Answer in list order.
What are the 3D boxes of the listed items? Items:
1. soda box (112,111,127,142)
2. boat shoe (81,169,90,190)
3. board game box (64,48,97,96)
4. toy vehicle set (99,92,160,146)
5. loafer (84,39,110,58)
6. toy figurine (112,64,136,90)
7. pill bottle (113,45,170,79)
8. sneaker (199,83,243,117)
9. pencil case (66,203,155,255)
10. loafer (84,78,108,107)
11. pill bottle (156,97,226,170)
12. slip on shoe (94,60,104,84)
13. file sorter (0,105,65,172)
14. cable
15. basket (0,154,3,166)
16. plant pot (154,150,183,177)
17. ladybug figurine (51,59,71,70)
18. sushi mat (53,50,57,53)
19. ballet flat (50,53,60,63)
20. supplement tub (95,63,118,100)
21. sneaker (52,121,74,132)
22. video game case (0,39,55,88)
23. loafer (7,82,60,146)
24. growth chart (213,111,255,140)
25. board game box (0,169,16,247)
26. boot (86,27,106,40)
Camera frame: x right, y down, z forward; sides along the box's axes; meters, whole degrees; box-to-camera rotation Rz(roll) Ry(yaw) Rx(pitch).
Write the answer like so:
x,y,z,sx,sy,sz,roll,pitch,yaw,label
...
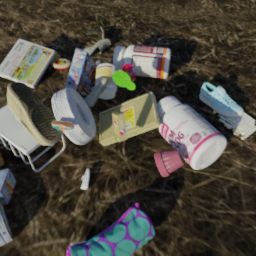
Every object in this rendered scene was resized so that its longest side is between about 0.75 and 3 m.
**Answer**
x,y,z,sx,sy,sz,roll,pitch,yaw,label
-0.287,-0.050,9.369,0.335,0.989,0.316,-19,30,-29,soda box
-1.570,1.849,10.231,0.279,0.314,0.852,3,47,-2,boat shoe
-2.081,-2.174,12.317,0.575,1.863,1.862,18,80,14,board game box
-0.018,-0.343,11.255,2.517,0.334,1.564,-20,50,20,toy vehicle set
-1.671,-4.440,15.786,1.776,0.621,0.620,-36,61,-19,loafer
0.009,-2.090,10.956,1.005,0.755,0.925,36,51,-10,toy figurine
0.703,-3.372,14.169,2.741,1.502,1.502,8,48,7,pill bottle
4.108,-1.310,12.493,0.853,0.946,2.309,-31,47,-25,sneaker
-0.514,3.395,8.265,2.581,1.098,1.193,-26,87,-23,pencil case
-1.323,-1.518,11.471,0.482,0.483,1.380,37,92,11,loafer
2.237,0.108,10.913,1.612,1.612,2.844,-24,51,-21,pill bottle
-1.314,-2.272,13.659,0.745,0.935,2.459,-29,56,17,slip on shoe
-3.867,0.283,10.826,2.461,1.533,1.708,30,54,24,file sorter
-1.973,-0.415,10.446,0.759,2.192,2.192,-25,39,9,cable
-5.571,1.173,10.798,1.220,0.909,0.871,-24,20,-20,basket
1.424,1.154,9.679,0.796,0.889,0.889,-23,47,12,plant pot
-3.536,-3.359,14.906,1.090,0.392,0.740,2,48,2,ladybug figurine
-4.400,-4.166,15.879,0.367,0.046,0.767,31,55,24,sushi mat
-4.713,-3.796,15.111,2.095,0.740,0.740,-20,51,-17,ballet flat
-0.952,-2.030,12.293,0.977,0.977,1.343,2,69,2,supplement tub
-2.107,-0.034,9.139,0.758,0.303,0.271,10,45,7,sneaker
-5.218,-3.336,14.366,2.129,0.268,2.339,20,68,8,video game case
-3.370,-0.408,9.896,1.023,0.923,2.704,-23,71,-45,loafer
4.735,-0.372,12.342,1.446,0.177,1.998,-24,52,-20,growth chart
-4.938,2.669,9.107,2.796,0.863,2.797,-26,53,-20,board game box
-1.935,-5.498,16.786,1.144,0.640,1.654,-10,35,-3,boot
